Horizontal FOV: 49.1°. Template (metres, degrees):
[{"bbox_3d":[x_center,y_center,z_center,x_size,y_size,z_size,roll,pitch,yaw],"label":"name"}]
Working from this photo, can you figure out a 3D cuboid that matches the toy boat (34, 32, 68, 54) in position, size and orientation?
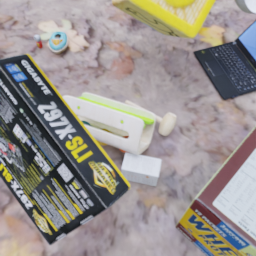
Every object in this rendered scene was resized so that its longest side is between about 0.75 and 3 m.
[{"bbox_3d":[-2.850,-3.212,10.392,1.196,0.556,1.005,-3,60,-2],"label":"toy boat"}]

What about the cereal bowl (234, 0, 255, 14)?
[{"bbox_3d":[3.581,-4.139,8.148,1.563,1.563,0.651,-35,32,-19],"label":"cereal bowl"}]

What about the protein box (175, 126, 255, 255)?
[{"bbox_3d":[2.714,1.635,6.333,1.754,2.581,2.600,39,67,21],"label":"protein box"}]

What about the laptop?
[{"bbox_3d":[4.027,-2.539,9.522,2.666,1.377,2.363,-16,60,-9],"label":"laptop"}]

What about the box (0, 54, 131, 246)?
[{"bbox_3d":[-1.520,0.494,4.819,2.739,2.187,0.676,51,43,6],"label":"box"}]

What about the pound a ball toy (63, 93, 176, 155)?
[{"bbox_3d":[-0.283,-0.095,8.268,2.950,1.253,1.923,19,18,18],"label":"pound a ball toy"}]

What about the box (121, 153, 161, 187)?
[{"bbox_3d":[0.361,1.145,7.692,0.995,0.758,0.529,11,60,6],"label":"box"}]

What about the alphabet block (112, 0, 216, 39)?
[{"bbox_3d":[1.071,-3.955,7.708,2.180,2.192,2.232,21,14,-19],"label":"alphabet block"}]
